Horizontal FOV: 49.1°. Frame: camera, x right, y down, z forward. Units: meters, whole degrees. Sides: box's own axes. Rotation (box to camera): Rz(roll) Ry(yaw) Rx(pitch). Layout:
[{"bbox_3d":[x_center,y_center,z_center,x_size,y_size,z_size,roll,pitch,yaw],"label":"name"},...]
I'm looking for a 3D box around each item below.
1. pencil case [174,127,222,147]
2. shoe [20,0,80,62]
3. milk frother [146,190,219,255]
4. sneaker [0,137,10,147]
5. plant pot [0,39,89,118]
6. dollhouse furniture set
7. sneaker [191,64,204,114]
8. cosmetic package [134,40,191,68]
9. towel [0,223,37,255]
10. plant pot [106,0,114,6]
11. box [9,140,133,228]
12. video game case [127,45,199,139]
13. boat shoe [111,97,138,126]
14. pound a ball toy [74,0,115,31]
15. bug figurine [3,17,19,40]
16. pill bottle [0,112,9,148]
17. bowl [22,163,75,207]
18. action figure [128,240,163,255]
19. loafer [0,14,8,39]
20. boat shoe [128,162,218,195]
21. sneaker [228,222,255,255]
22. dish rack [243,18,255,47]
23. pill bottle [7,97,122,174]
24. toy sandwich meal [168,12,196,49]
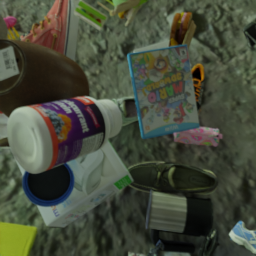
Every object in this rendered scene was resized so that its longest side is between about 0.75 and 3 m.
[{"bbox_3d":[1.999,0.213,8.131,1.331,0.582,0.582,8,69,4],"label":"pencil case"},{"bbox_3d":[-1.893,-2.302,6.713,1.289,1.013,2.834,4,102,-16],"label":"shoe"},{"bbox_3d":[1.242,2.313,6.718,1.565,1.664,1.502,6,73,3],"label":"milk frother"},{"bbox_3d":[-2.370,0.323,5.941,0.288,0.309,0.818,11,23,42],"label":"sneaker"},{"bbox_3d":[-1.744,-0.799,4.926,1.712,1.831,1.712,-1,84,7],"label":"plant pot"},{"bbox_3d":[-0.366,-3.400,6.648,1.154,2.989,1.494,-29,97,-10],"label":"dollhouse furniture set"},{"bbox_3d":[1.987,-1.158,8.609,0.701,0.692,1.791,9,70,2],"label":"sneaker"},{"bbox_3d":[1.099,-2.188,9.163,1.561,0.403,1.177,-17,68,-7],"label":"cosmetic package"},{"bbox_3d":[-3.904,2.933,6.964,2.983,0.269,1.284,5,44,2],"label":"towel"},{"bbox_3d":[-0.216,-4.970,9.880,1.235,1.127,1.241,38,74,14],"label":"plant pot"},{"bbox_3d":[-1.506,0.869,7.370,2.266,1.241,2.568,-32,69,-5],"label":"box"},{"bbox_3d":[0.502,-0.498,3.891,0.842,0.105,1.177,-11,97,-8],"label":"video game case"},{"bbox_3d":[0.143,-0.571,8.339,2.306,0.739,0.850,-3,68,-1],"label":"boat shoe"},{"bbox_3d":[-0.711,-2.439,5.981,0.752,0.320,0.491,29,89,-11],"label":"pound a ball toy"},{"bbox_3d":[-4.384,-2.764,9.241,2.075,0.689,2.676,-30,71,-12],"label":"bug figurine"},{"bbox_3d":[-3.523,-0.525,8.104,1.159,1.159,2.034,-4,68,-2],"label":"pill bottle"},{"bbox_3d":[-1.756,1.184,6.221,1.116,0.219,1.116,-1,93,-13],"label":"bowl"},{"bbox_3d":[0.465,2.756,5.660,1.115,0.603,1.152,8,50,37],"label":"action figure"},{"bbox_3d":[-2.846,-1.966,6.124,0.369,0.421,1.172,-12,101,27],"label":"loafer"},{"bbox_3d":[1.134,1.299,7.466,2.505,0.823,0.895,5,72,9],"label":"boat shoe"},{"bbox_3d":[2.560,2.259,5.440,1.130,0.428,0.435,25,86,31],"label":"sneaker"},{"bbox_3d":[3.995,-2.540,7.000,0.648,1.821,2.374,39,28,-23],"label":"dish rack"},{"bbox_3d":[-0.920,0.013,4.572,1.750,0.975,0.975,-20,64,-49],"label":"pill bottle"},{"bbox_3d":[0.987,-1.634,5.671,0.460,1.344,1.344,20,70,7],"label":"toy sandwich meal"}]
